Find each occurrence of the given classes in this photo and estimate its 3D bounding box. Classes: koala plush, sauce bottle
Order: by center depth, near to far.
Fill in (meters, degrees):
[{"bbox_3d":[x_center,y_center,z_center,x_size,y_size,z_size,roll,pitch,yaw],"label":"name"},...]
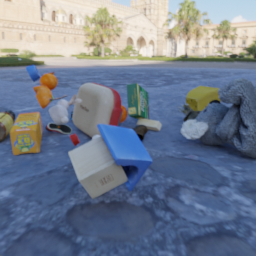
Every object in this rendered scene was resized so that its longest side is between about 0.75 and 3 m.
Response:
[{"bbox_3d":[3.146,-0.100,9.012,2.285,2.368,2.576,-2,-8,-43],"label":"koala plush"},{"bbox_3d":[-4.801,-0.152,10.684,0.843,0.843,2.555,-2,14,-8],"label":"sauce bottle"}]

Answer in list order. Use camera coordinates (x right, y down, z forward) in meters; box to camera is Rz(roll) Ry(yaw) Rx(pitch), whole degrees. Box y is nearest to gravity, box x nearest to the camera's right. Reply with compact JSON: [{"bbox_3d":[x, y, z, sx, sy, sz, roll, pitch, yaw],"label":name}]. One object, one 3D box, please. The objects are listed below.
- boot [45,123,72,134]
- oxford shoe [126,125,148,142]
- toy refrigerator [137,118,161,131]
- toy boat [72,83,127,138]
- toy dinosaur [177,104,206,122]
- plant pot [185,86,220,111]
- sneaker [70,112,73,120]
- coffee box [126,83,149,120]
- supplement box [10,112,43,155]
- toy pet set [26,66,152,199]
[{"bbox_3d":[-2.688,0.052,10.819,0.939,0.340,0.677,15,-16,-23],"label":"boot"},{"bbox_3d":[0.355,0.274,9.910,0.615,0.529,1.457,31,28,24],"label":"oxford shoe"},{"bbox_3d":[0.849,-0.148,11.275,0.918,0.321,0.348,11,-18,34],"label":"toy refrigerator"},{"bbox_3d":[-0.879,-0.625,10.682,1.886,1.882,2.885,10,11,-35],"label":"toy boat"},{"bbox_3d":[2.933,-0.326,11.645,1.176,0.885,2.299,-17,26,0],"label":"toy dinosaur"},{"bbox_3d":[3.539,-1.203,13.652,1.369,1.338,1.329,-20,24,-32],"label":"plant pot"},{"bbox_3d":[-2.265,-0.678,12.686,0.801,0.716,1.955,-6,17,-21],"label":"sneaker"},{"bbox_3d":[0.460,-1.021,11.722,0.467,1.306,2.124,-4,-6,16],"label":"coffee box"},{"bbox_3d":[-3.442,0.128,9.647,0.817,0.845,2.457,-6,19,-13],"label":"supplement box"},{"bbox_3d":[-0.739,0.025,6.401,1.511,2.846,2.657,-27,51,-6],"label":"toy pet set"}]
